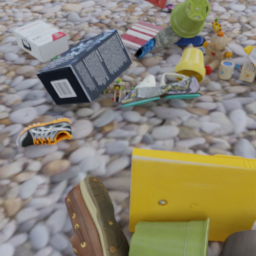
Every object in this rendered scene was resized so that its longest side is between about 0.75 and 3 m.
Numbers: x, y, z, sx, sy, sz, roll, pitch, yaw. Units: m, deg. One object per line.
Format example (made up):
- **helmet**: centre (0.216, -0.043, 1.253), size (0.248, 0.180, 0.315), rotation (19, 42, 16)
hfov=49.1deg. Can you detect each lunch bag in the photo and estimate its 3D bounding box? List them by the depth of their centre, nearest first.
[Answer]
- **lunch bag**: centre (1.490, -3.580, 11.206), size (0.940, 0.789, 0.655), rotation (-32, 93, -37)

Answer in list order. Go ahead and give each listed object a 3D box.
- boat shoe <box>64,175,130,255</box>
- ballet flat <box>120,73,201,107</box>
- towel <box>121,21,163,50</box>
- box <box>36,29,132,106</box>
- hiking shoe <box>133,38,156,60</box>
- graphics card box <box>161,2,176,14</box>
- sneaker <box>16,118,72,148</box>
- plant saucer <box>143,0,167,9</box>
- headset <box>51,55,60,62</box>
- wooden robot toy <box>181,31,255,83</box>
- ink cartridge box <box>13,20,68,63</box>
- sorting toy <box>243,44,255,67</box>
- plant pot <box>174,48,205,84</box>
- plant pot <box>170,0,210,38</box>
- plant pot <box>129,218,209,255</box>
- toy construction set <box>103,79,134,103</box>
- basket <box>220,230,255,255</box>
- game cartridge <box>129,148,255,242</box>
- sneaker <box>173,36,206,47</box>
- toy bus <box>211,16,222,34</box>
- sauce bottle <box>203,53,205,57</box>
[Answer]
- **boat shoe**: centre (-0.626, 2.308, 5.696), size (0.903, 0.962, 2.673), rotation (-34, 56, 13)
- **ballet flat**: centre (0.993, -1.253, 8.916), size (2.675, 0.962, 0.962), rotation (-9, 47, -12)
- **towel**: centre (0.623, -3.903, 11.985), size (1.443, 0.228, 2.003), rotation (24, 53, 19)
- **box**: centre (-1.325, -1.906, 8.890), size (1.753, 1.265, 2.362), rotation (0, 38, 41)
- **hiking shoe**: centre (0.654, -2.990, 10.603), size (0.379, 1.018, 0.441), rotation (48, 20, 10)
- **graphics card box**: centre (2.202, -5.878, 13.830), size (1.006, 0.256, 0.631), rotation (23, 51, 22)
- **sneaker**: centre (-2.289, 0.223, 7.799), size (1.573, 0.616, 0.607), rotation (-22, 59, -18)
- **plant saucer**: centre (0.858, -6.367, 11.908), size (2.075, 2.072, 0.381), rotation (31, 49, 14)
- **headset**: centre (-2.399, -2.519, 10.383), size (0.800, 0.609, 1.296), rotation (-24, 40, -20)
- **wooden robot toy**: centre (3.223, -2.702, 10.050), size (1.305, 1.344, 2.962), rotation (-35, 55, -30)
- **ink cartridge box**: centre (-3.472, -3.509, 11.227), size (1.788, 0.740, 1.303), rotation (35, 55, 28)
- **sorting toy**: centre (5.276, -3.217, 9.172), size (1.575, 2.654, 2.948), rotation (14, 35, -6)
- **plant pot**: centre (2.137, -2.121, 9.498), size (1.017, 1.017, 0.956), rotation (12, 72, 11)
- **plant pot**: centre (2.339, -4.136, 10.212), size (1.394, 1.394, 1.324), rotation (-3, 5, -3)
- **plant pot**: centre (0.781, 2.334, 5.304), size (1.368, 1.440, 1.440), rotation (4, 46, 19)
- **toy construction set**: centre (-0.414, -1.391, 9.191), size (0.991, 0.762, 0.827), rotation (22, 52, 22)
- **basket**: centre (2.049, 3.116, 4.256), size (2.374, 1.791, 2.633), rotation (28, 46, 1)
- **game cartridge**: centre (1.287, 1.404, 5.532), size (2.515, 2.217, 0.408), rotation (4, 37, 3)
- **sneaker**: centre (2.467, -3.592, 11.530), size (1.539, 0.540, 0.600), rotation (24, 17, 35)
- **toy bus**: centre (3.831, -4.479, 12.270), size (0.356, 0.651, 0.690), rotation (-26, 28, 11)
- **sauce bottle**: centre (2.676, -2.642, 10.744), size (0.267, 0.267, 0.809), rotation (35, 55, 29)
